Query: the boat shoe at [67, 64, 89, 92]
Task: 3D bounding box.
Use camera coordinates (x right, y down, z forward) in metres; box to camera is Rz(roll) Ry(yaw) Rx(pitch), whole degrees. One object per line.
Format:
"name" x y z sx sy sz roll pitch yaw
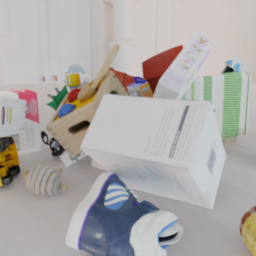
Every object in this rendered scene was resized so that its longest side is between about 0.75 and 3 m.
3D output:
"boat shoe" -1.854 -1.247 10.822 0.820 2.319 1.052 -19 9 -17

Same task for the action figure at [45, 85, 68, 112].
"action figure" -1.985 -0.652 8.653 0.830 1.405 0.384 -44 59 -14

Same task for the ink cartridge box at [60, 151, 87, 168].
"ink cartridge box" -1.478 0.699 8.200 0.904 0.380 0.660 -31 9 4

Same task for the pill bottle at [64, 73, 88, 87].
"pill bottle" -1.834 -1.721 9.945 0.806 0.448 0.448 -8 14 -8

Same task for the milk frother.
"milk frother" -2.170 0.365 8.852 0.832 0.922 0.867 -34 -7 29

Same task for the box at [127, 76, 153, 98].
"box" 0.534 -0.728 8.714 0.373 1.800 1.072 -32 17 -13

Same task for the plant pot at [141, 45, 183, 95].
"plant pot" 1.280 -1.603 9.675 1.491 1.691 1.692 -8 47 6

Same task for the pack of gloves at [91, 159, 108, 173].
"pack of gloves" -0.572 0.579 7.382 0.306 1.303 1.551 2 9 -39

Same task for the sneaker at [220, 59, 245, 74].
"sneaker" 3.340 -1.442 9.670 0.734 2.027 0.728 -5 39 -15

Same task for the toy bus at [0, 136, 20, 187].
"toy bus" -3.583 0.878 6.945 1.461 1.033 1.522 -8 12 -6

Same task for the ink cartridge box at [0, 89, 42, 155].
"ink cartridge box" -4.136 -0.065 8.419 2.654 1.921 1.119 -12 20 -38

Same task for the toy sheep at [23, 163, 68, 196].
"toy sheep" -1.865 1.181 6.342 1.106 0.763 0.763 10 15 9

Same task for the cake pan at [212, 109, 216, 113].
"cake pan" 1.637 -0.162 7.366 1.421 0.261 1.421 -33 -9 -6

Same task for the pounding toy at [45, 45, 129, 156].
"pounding toy" -0.891 -0.735 7.468 2.161 1.537 1.990 -23 30 26

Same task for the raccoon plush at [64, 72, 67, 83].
"raccoon plush" -2.210 -1.887 12.125 1.392 0.674 0.933 36 8 -22

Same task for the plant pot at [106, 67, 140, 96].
"plant pot" 0.404 -0.879 11.466 2.711 2.787 2.787 10 14 5

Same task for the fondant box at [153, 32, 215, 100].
"fondant box" 1.283 -1.220 6.903 0.555 1.374 1.905 31 63 9

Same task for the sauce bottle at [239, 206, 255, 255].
"sauce bottle" 2.167 1.832 3.370 0.805 0.805 2.440 -1 14 -2

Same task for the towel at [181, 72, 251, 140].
"towel" 2.538 -0.539 8.624 2.896 2.209 0.339 -11 21 -19

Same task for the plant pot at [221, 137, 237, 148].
"plant pot" 3.334 0.039 10.498 1.175 1.041 1.176 -12 18 -42

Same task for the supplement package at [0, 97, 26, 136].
"supplement package" -3.223 -0.307 6.514 1.180 0.840 1.515 5 3 -1

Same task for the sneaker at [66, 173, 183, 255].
"sneaker" 0.089 1.524 4.771 1.641 0.903 2.241 12 10 9

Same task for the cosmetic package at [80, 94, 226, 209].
"cosmetic package" 0.615 0.497 5.664 2.160 1.328 2.153 9 -26 32
